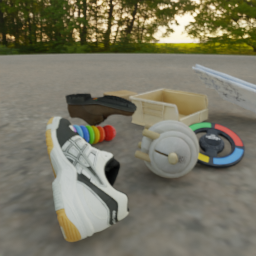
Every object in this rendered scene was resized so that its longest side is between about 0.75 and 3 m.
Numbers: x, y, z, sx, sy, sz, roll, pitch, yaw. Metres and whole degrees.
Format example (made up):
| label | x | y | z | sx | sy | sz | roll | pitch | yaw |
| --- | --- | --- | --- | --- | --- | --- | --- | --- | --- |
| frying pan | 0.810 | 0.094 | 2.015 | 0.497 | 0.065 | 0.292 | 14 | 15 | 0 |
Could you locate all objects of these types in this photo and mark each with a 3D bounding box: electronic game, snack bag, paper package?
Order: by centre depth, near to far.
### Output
| label | x | y | z | sx | sy | sz | roll | pitch | yaw |
| --- | --- | --- | --- | --- | --- | --- | --- | --- | --- |
| electronic game | 2.140 | 0.399 | 7.181 | 1.633 | 0.340 | 1.633 | 1 | 40 | -1 |
| snack bag | 3.869 | -1.162 | 9.954 | 2.690 | 0.305 | 2.853 | 33 | 4 | 40 |
| paper package | -0.335 | -1.242 | 12.350 | 1.211 | 0.627 | 1.154 | -12 | 20 | -30 |

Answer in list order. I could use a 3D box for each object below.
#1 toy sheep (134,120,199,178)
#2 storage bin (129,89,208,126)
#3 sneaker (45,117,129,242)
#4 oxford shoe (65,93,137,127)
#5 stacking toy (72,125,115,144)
| label | x | y | z | sx | sy | sz | roll | pitch | yaw |
| --- | --- | --- | --- | --- | --- | --- | --- | --- | --- |
| toy sheep | 0.880 | 0.464 | 6.114 | 1.389 | 1.389 | 2.014 | 2 | 13 | 7 |
| storage bin | 1.511 | -0.686 | 10.137 | 2.089 | 0.986 | 2.104 | 15 | 23 | 39 |
| sneaker | -0.802 | 0.730 | 5.207 | 1.216 | 1.049 | 2.773 | -15 | 43 | -13 |
| oxford shoe | -0.779 | -0.486 | 8.312 | 2.248 | 0.949 | 0.817 | 6 | 19 | 25 |
| stacking toy | -1.130 | 0.237 | 8.061 | 1.753 | 0.748 | 0.748 | -5 | 18 | -37 |
